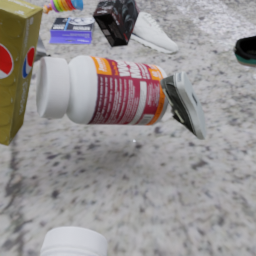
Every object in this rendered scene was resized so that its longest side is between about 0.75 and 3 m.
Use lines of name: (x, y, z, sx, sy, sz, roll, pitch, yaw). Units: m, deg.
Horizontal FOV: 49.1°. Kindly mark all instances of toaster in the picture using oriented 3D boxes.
toaster: (-2.712, -2.163, 7.464, 0.974, 0.881, 0.578, -20, 4, 12)

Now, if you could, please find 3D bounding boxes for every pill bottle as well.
pill bottle: (-0.559, -0.805, 6.322, 2.743, 1.503, 1.503, 1, 41, -28)
pill bottle: (-1.115, 3.221, 4.761, 1.509, 1.509, 2.662, 2, 46, 2)

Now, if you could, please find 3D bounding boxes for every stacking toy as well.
stacking toy: (-1.314, -2.387, 5.379, 0.809, 0.470, 0.444, -13, 11, 18)

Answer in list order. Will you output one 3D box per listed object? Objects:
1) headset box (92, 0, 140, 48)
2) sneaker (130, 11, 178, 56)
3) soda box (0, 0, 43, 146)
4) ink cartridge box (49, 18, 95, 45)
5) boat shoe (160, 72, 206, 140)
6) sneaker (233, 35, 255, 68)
headset box: (-0.262, -3.246, 7.833, 0.602, 1.160, 1.558, 4, 62, 28)
sneaker: (0.629, -3.202, 9.197, 2.494, 1.004, 0.953, 32, 13, 15)
soda box: (-2.462, -1.035, 5.463, 0.947, 2.796, 0.895, 18, 33, -8)
ink cartridge box: (-2.655, -4.660, 13.344, 1.976, 0.433, 1.995, 1, 46, 0)
boat shoe: (1.250, -0.422, 6.171, 0.584, 1.834, 0.648, -11, 38, 29)
sneaker: (2.717, -1.358, 4.936, 1.684, 0.673, 0.601, 7, 87, 32)
